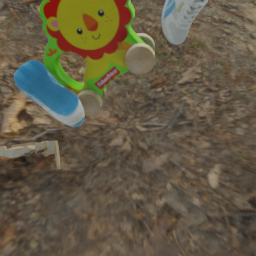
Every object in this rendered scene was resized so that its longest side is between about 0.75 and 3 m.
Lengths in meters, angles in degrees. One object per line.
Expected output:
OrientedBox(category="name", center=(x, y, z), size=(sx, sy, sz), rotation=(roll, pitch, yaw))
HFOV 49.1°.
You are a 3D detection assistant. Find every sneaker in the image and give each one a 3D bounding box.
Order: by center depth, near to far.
OrientedBox(category="sneaker", center=(-1.701, -0.710, 5.963), size=(0.741, 0.782, 1.936), rotation=(-42, 66, -13))
OrientedBox(category="sneaker", center=(1.545, -3.288, 7.454), size=(0.864, 2.259, 0.912), rotation=(-10, 39, -26))

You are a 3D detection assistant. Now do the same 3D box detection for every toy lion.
OrientedBox(category="toy lion", center=(-0.840, -1.849, 5.908), size=(2.508, 2.616, 0.898), rotation=(42, 30, -21))

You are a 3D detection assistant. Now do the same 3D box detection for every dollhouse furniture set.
OrientedBox(category="dollhouse furniture set", center=(-2.652, 0.827, 7.135), size=(1.838, 0.953, 0.814), rotation=(-7, 92, -5))
